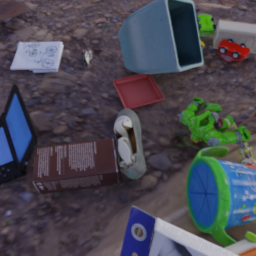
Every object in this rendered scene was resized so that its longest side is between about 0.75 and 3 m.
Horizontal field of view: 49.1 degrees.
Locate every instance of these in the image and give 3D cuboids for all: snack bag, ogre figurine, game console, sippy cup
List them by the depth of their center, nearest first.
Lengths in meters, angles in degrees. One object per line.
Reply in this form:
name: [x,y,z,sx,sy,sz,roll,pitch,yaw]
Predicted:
sippy cup: [2.616,1.640,7.002,1.757,1.883,2.398,2,84,-11]
game console: [-3.812,0.235,8.137,2.146,1.420,2.440,-22,56,-16]
ogre figurine: [2.472,-0.160,8.656,1.336,1.094,2.229,-20,66,-28]
snack bag: [-3.622,-2.828,11.153,1.878,0.201,1.771,-1,53,-1]

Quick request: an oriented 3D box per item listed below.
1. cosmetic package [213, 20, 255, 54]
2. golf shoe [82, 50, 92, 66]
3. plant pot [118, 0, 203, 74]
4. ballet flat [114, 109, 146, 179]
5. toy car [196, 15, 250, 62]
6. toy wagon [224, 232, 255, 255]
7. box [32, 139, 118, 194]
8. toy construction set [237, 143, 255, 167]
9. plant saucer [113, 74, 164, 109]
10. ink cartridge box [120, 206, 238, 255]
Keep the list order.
cosmetic package: [4.473,-3.653,11.288,1.862,0.964,0.680,10,54,6]
golf shoe: [-1.598,-2.792,11.053,0.387,0.339,0.879,-5,54,-12]
plant pot: [1.002,-2.984,9.745,2.288,2.246,2.240,-4,13,37]
ballet flat: [-0.037,0.285,8.370,0.857,0.810,2.544,-27,53,21]
toy car: [3.254,-3.652,11.490,2.909,0.649,2.737,3,53,1]
toy wagon: [2.305,3.138,5.642,2.524,0.499,1.958,31,83,-15]
box: [-1.440,1.066,7.905,2.242,0.840,1.123,-7,53,-3]
toy construction set: [3.484,0.908,8.009,0.501,0.712,1.087,-19,14,20]
plant saucer: [0.345,-1.280,9.972,1.444,0.266,1.447,-16,56,-11]
ink cartridge box: [0.789,3.129,5.112,2.608,2.603,0.529,18,13,27]
